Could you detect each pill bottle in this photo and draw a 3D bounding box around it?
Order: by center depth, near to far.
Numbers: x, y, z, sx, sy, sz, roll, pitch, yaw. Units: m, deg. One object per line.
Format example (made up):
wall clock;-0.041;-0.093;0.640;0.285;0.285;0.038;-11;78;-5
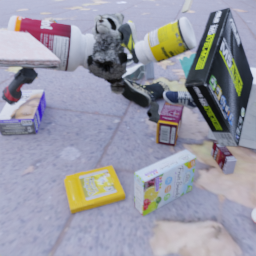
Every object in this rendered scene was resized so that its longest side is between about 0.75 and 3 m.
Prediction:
pill bottle;0.902;-2.084;6.933;1.388;0.781;0.781;-17;25;29
pill bottle;-2.649;-2.892;9.975;2.923;1.651;1.651;4;32;-17

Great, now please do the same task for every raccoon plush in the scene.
raccoon plush;-0.695;-2.608;9.802;1.372;2.836;1.900;3;71;-4

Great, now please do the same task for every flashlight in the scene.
flashlight;-3.741;-1.454;9.690;1.995;0.678;0.675;-26;25;43

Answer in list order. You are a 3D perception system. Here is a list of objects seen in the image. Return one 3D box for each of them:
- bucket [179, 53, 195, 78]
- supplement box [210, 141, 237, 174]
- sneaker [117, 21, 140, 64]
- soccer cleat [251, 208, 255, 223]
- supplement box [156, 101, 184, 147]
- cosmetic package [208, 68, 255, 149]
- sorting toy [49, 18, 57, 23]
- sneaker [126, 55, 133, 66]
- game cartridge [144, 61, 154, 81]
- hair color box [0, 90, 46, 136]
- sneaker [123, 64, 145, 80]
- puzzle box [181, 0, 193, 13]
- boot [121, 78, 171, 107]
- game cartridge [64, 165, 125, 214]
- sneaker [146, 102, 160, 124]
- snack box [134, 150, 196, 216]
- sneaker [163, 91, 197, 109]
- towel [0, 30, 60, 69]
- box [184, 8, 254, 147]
bucket;3.721;-2.830;13.131;2.475;1.610;2.475;-17;9;3
supplement box;3.085;0.950;9.117;0.317;0.567;1.042;-6;33;-9
sneaker;0.019;-2.564;8.571;0.549;1.297;0.483;-22;25;-12
soccer cleat;4.136;1.952;7.296;2.134;0.909;0.732;-11;35;-17
supplement box;1.590;-0.224;10.518;0.748;0.964;1.748;10;35;14
cosmetic package;4.323;-0.699;9.848;2.449;2.457;1.510;13;34;20
sorting toy;-2.644;-3.772;11.666;0.263;1.784;1.318;-34;27;2
sneaker;-0.736;-4.078;16.382;2.365;0.946;0.872;-15;35;-23
game cartridge;0.743;-2.242;10.056;0.331;1.062;1.595;-9;16;4
hair color box;-4.233;-0.697;11.416;1.343;0.796;2.456;-2;35;-5
sneaker;0.054;-2.841;14.647;0.905;0.794;2.258;23;40;35
puzzle box;2.526;-5.261;11.666;0.110;0.867;0.577;16;8;-18
boot;0.713;-1.833;13.121;1.710;0.817;2.264;-23;45;-34
game cartridge;-1.024;1.744;8.211;1.560;0.253;1.375;-10;35;-17
sneaker;0.707;-0.483;8.120;0.357;0.299;0.787;12;46;-15
snack box;1.017;1.483;7.670;1.788;1.272;0.474;-20;38;-28
sneaker;1.769;-0.966;8.606;1.297;0.704;0.455;13;68;-24
towel;-3.227;-2.198;7.699;1.984;0.335;2.077;40;31;27
box;2.534;-1.233;7.356;0.624;2.626;2.536;3;57;41
